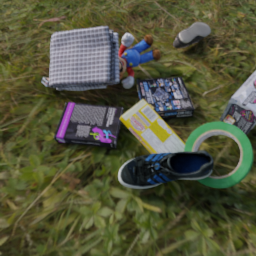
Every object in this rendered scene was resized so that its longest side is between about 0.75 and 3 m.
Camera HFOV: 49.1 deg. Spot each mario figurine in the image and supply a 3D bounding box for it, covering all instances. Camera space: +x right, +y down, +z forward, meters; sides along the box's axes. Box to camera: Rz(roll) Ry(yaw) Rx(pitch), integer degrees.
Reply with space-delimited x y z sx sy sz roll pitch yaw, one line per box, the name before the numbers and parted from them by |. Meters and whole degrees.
mario figurine | 0.039 -2.841 11.907 2.789 1.478 1.722 -31 61 -7

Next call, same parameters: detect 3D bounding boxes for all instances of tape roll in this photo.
tape roll | 2.848 0.860 8.924 2.076 0.499 2.076 -8 72 25

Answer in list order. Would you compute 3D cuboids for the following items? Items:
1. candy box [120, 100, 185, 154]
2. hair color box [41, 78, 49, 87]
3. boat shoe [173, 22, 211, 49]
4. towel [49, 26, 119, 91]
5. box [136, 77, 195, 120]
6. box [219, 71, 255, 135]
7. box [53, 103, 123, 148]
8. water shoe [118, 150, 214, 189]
candy box | 0.902 0.197 9.631 2.344 0.310 1.198 48 60 4
hair color box | -3.219 -1.926 11.902 0.390 0.239 0.789 39 28 29
boat shoe | 3.172 -4.642 14.077 2.556 0.728 0.855 -32 89 -35
towel | -1.771 -2.711 11.122 2.785 1.192 2.306 -2 82 16
box | 1.451 -1.225 11.389 1.986 0.497 2.000 -6 50 -5
box | 4.334 -0.888 9.820 1.113 1.282 1.941 36 59 20
box | -1.410 -0.120 10.329 2.264 0.409 1.619 5 56 10
water shoe | 1.049 1.111 8.448 2.933 1.157 1.049 -11 65 8
